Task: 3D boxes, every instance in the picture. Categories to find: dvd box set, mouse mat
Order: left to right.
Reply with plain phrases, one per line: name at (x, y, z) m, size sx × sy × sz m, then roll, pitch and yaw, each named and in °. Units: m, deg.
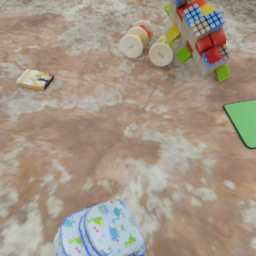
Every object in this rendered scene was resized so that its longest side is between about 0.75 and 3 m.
dvd box set at (-2.808, -1.465, 8.500) m, size 0.917 × 0.135 × 0.671 m, roll 14°, pitch 51°, yaw 12°
mouse mat at (3.747, -0.207, 7.502) m, size 1.997 × 0.075 × 1.607 m, roll -8°, pitch 50°, yaw -8°

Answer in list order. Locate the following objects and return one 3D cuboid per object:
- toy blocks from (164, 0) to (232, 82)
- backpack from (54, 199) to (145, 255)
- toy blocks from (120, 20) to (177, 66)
toy blocks at (1.963, -2.702, 7.689) m, size 1.453 × 1.988 × 2.908 m, roll -28°, pitch 85°, yaw 6°
backpack at (-0.493, 1.848, 4.661) m, size 1.316 × 0.967 × 1.204 m, roll -10°, pitch 56°, yaw -35°
toy blocks at (0.855, -2.956, 9.334) m, size 1.731 × 0.754 × 2.076 m, roll 18°, pitch 41°, yaw 8°
